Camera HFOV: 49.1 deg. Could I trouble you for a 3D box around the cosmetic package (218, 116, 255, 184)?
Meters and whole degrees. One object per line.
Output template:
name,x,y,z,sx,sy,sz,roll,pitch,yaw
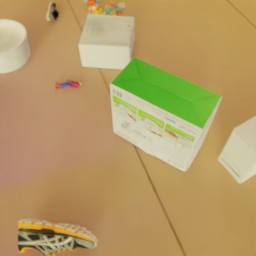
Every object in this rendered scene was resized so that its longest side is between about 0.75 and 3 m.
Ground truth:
cosmetic package,3.602,0.462,7.790,1.631,1.636,1.006,-27,60,-18

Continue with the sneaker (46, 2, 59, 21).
sneaker,-3.290,-5.141,12.419,0.479,0.404,1.095,5,59,2

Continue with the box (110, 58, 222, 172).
box,0.900,-0.288,7.892,2.630,2.321,1.272,28,61,19

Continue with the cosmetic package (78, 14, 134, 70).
cosmetic package,-0.753,-3.287,10.688,1.845,1.138,1.851,5,57,3

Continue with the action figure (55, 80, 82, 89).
action figure,-2.123,-1.561,10.055,0.961,0.248,0.314,-3,54,-5

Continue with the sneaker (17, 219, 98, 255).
sneaker,-1.738,2.748,6.845,1.996,0.781,0.771,7,75,5

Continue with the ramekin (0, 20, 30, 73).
ramekin,-4.770,-3.046,10.582,2.098,1.023,2.098,0,56,0

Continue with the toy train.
toy train,-1.147,-5.623,12.655,1.940,0.540,1.457,9,56,7
